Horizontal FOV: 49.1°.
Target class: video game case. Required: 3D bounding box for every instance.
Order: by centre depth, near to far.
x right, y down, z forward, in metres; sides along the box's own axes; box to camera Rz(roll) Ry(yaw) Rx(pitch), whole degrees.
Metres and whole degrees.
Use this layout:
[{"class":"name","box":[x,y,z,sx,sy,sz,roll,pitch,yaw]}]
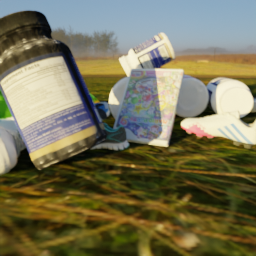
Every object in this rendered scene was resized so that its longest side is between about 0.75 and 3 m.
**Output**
[{"class":"video game case","box":[0.564,-0.663,7.955,1.648,2.301,0.207,7,-21,23]}]

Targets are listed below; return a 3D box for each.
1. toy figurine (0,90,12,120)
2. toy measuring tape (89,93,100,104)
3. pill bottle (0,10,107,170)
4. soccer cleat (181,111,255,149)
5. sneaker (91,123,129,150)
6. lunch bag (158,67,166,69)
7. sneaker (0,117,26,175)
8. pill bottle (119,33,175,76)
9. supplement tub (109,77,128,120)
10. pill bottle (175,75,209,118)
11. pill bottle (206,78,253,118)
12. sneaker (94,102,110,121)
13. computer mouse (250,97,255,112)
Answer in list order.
[{"class":"toy figurine","box":[-3.778,-1.051,8.144,2.174,1.773,2.362,50,8,30]},{"class":"toy measuring tape","box":[-1.419,-0.748,11.129,0.867,0.867,2.358,2,-8,9]},{"class":"pill bottle","box":[-1.665,-0.749,5.689,1.597,2.856,1.597,-24,1,0]},{"class":"soccer cleat","box":[2.468,-0.122,7.449,2.031,0.877,0.709,13,20,15]},{"class":"sneaker","box":[-0.715,0.190,7.200,1.463,0.667,0.567,0,12,1]},{"class":"lunch bag","box":[0.873,-2.144,12.135,1.673,1.474,0.685,11,-4,4]},{"class":"sneaker","box":[-2.551,0.168,6.385,1.686,1.075,2.917,-13,17,-32]},{"class":"pill bottle","box":[0.695,-2.626,10.484,1.902,1.101,1.101,-26,12,6]},{"class":"supplement tub","box":[0.525,-1.000,9.870,1.737,1.737,2.390,5,14,19]},{"class":"pill bottle","box":[2.420,-1.462,12.117,1.583,1.583,2.792,1,13,4]},{"class":"pill bottle","box":[3.949,-1.168,11.100,1.487,1.487,2.678,1,14,6]},{"class":"sneaker","box":[-1.018,-0.260,7.985,0.743,0.859,1.983,-21,15,-25]},{"class":"computer mouse","box":[5.741,-1.034,12.661,1.415,0.566,2.580,20,18,41]}]
